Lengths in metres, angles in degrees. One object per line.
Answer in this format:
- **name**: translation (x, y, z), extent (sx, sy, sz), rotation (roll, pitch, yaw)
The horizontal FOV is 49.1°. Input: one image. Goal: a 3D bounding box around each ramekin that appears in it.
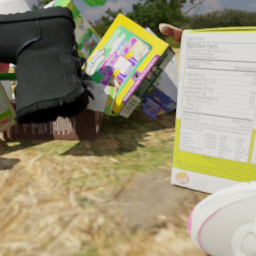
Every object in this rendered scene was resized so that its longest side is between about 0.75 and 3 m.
- **ramekin**: translation (-3.965, -3.810, 9.344), extent (1.474, 0.686, 1.474), rotation (-15, 16, 4)

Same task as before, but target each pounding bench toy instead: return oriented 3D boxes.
- **pounding bench toy**: translation (-3.546, -0.890, 6.536), extent (1.899, 1.512, 2.435), rotation (26, 52, 36)

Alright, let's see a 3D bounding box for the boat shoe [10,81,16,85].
- **boat shoe**: translation (-6.539, -2.584, 14.669), extent (1.507, 0.558, 0.557), rotation (4, 19, 12)

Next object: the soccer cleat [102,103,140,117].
- **soccer cleat**: translation (-0.222, -0.807, 9.326), extent (0.885, 0.737, 2.184), rotation (-13, 8, 44)

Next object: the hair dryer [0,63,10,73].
- **hair dryer**: translation (-5.194, -2.777, 10.632), extent (1.895, 2.488, 0.676), rotation (-11, 14, 38)

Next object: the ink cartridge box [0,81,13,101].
- **ink cartridge box**: translation (-4.665, -1.041, 9.193), extent (1.596, 1.178, 0.684), rotation (5, 18, 16)

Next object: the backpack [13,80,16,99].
- **backpack**: translation (-3.252, -1.510, 10.317), extent (1.810, 1.373, 2.169), rotation (-7, 19, -14)

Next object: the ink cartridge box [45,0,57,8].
- **ink cartridge box**: translation (-2.317, -3.418, 9.675), extent (0.708, 1.679, 1.215), rotation (-24, 30, 13)

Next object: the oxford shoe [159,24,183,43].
- **oxford shoe**: translation (1.088, -2.255, 6.616), extent (0.791, 0.280, 0.292), rotation (20, 32, -26)

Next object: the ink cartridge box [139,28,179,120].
- **ink cartridge box**: translation (0.770, -1.528, 8.659), extent (0.959, 2.511, 1.713), rotation (-24, -37, 34)

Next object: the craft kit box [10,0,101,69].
- **craft kit box**: translation (-1.753, -1.972, 7.856), extent (0.542, 2.233, 2.206), rotation (32, -5, 30)

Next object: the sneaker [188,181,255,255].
- **sneaker**: translation (1.811, 1.268, 2.847), extent (2.386, 0.971, 1.053), rotation (5, 18, 16)

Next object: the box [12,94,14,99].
- **box**: translation (-4.569, -1.010, 10.331), extent (1.036, 0.403, 0.492), rotation (-1, 19, -2)

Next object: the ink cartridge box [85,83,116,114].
- **ink cartridge box**: translation (-0.658, -0.695, 6.514), extent (0.854, 0.632, 0.324), rotation (16, 6, 21)

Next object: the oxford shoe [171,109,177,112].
- **oxford shoe**: translation (1.857, -0.721, 9.486), extent (0.997, 0.356, 0.355), rotation (-20, 21, -5)

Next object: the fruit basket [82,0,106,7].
- **fruit basket**: translation (-0.993, -4.094, 7.634), extent (0.906, 1.256, 1.256), rotation (12, 22, 35)

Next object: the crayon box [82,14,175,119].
- **crayon box**: translation (-0.131, -1.612, 7.328), extent (1.798, 2.084, 0.607), rotation (43, 11, 28)

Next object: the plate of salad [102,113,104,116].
- **plate of salad**: translation (-1.607, -0.590, 9.011), extent (1.750, 0.420, 1.750), rotation (6, 34, -4)

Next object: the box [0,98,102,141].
- **box**: translation (-1.984, -0.274, 7.502), extent (2.467, 0.925, 1.235), rotation (2, 19, 0)

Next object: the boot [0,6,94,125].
- **boot**: translation (-2.126, -1.169, 5.747), extent (2.796, 2.291, 1.035), rotation (-13, -18, 1)

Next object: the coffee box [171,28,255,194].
- **coffee box**: translation (2.524, -0.410, 5.093), extent (2.685, 2.655, 2.681), rotation (9, 21, 24)
